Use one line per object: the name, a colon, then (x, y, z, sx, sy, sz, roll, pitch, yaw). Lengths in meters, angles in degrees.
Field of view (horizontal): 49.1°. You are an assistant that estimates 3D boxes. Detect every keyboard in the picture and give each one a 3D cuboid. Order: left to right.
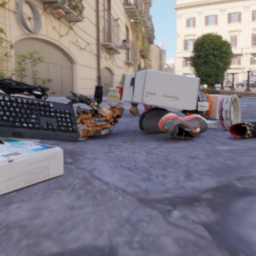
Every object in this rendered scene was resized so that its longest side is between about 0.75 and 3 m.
keyboard: (-2.174, -0.472, 5.402, 2.700, 1.406, 0.535, 7, -41, -41)

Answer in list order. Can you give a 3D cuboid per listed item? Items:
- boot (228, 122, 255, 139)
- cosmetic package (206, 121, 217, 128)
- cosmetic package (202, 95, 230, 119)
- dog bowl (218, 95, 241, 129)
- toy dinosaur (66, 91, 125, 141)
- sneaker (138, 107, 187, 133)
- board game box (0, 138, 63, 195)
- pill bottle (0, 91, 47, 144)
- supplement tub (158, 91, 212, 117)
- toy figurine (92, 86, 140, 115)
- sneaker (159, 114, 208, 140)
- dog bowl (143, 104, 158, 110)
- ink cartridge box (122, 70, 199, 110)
boot: (3.863, 0.048, 8.302, 1.121, 0.545, 1.489, -3, 5, -29)
cosmetic package: (2.773, -0.122, 10.627, 0.931, 0.241, 0.702, -4, 9, -25)
cosmetic package: (3.782, -1.150, 14.609, 1.377, 1.163, 2.665, -5, 9, -41)
dog bowl: (3.607, -0.533, 9.980, 0.475, 1.287, 1.287, -2, 5, 36)
toy dinosaur: (-1.061, -0.222, 8.902, 1.798, 1.353, 2.649, 23, 8, 30)
sneaker: (1.431, -0.232, 9.376, 2.352, 0.875, 1.029, -7, 16, -43)
board game box: (-2.815, 0.555, 4.846, 2.938, 0.509, 1.855, 6, 10, 35)
pill bottle: (-3.389, -0.396, 7.592, 1.622, 1.622, 2.877, -6, 10, -37)
supplement tub: (2.632, -1.034, 12.999, 2.257, 1.382, 1.382, -2, 8, -11)
toy figurine: (-0.665, -1.436, 15.634, 2.351, 1.636, 2.315, -5, 15, -40)
sneaker: (1.771, 0.107, 8.263, 1.942, 0.748, 0.795, 1, 37, -36)
dog bowl: (1.173, -1.608, 14.968, 0.801, 2.172, 2.172, -15, 9, -2)
ink cartridge box: (0.950, -1.216, 9.125, 1.735, 1.001, 2.392, 6, 5, -15)
